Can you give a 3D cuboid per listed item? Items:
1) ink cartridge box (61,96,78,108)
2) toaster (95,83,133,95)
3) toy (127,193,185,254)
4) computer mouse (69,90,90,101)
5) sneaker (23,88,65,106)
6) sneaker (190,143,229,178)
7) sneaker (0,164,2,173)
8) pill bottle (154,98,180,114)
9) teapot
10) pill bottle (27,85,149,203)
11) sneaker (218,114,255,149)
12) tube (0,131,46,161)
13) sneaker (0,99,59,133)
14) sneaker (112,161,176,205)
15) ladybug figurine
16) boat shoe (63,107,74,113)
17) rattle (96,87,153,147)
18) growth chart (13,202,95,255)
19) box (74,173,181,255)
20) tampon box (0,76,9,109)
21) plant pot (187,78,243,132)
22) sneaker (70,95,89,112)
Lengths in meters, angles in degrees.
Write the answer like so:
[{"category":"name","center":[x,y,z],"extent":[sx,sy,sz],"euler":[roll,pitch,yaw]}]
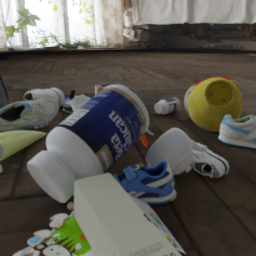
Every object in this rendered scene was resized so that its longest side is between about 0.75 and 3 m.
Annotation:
[{"category":"ink cartridge box","center":[-2.608,-1.243,13.869],"extent":[1.286,0.282,1.298],"euler":[18,28,38]},{"category":"toaster","center":[-0.757,-1.500,13.501],"extent":[1.737,1.031,1.571],"euler":[-11,22,-26]},{"category":"toy","center":[0.324,1.798,5.247],"extent":[0.878,0.360,1.525],"euler":[36,0,-34]},{"category":"computer mouse","center":[-2.110,-1.351,13.357],"extent":[1.392,0.305,0.763],"euler":[20,34,-14]},{"category":"sneaker","center":[-4.101,-1.377,13.560],"extent":[2.597,0.949,0.920],"euler":[5,26,40]},{"category":"sneaker","center":[1.934,0.877,7.717],"extent":[0.648,0.615,1.610],"euler":[-19,27,-31]},{"category":"sneaker","center":[-3.772,1.138,7.368],"extent":[0.319,0.309,0.873],"euler":[15,25,36]},{"category":"pill bottle","center":[1.738,-0.972,12.617],"extent":[1.157,0.643,0.643],"euler":[-15,25,-38]},{"category":"teapot","center":[1.188,0.772,7.289],"extent":[1.023,1.400,1.382],"euler":[46,17,22]},{"category":"pill bottle","center":[-0.900,0.341,6.716],"extent":[1.592,1.592,2.867],"euler":[16,48,38]},{"category":"sneaker","center":[4.236,0.132,9.130],"extent":[2.362,0.954,0.904],"euler":[7,19,10]},{"category":"tube","center":[-3.541,0.414,8.752],"extent":[0.846,0.757,2.914],"euler":[42,8,-4]},{"category":"sneaker","center":[-3.651,-0.540,10.244],"extent":[2.901,1.088,1.257],"euler":[-29,-5,-44]},{"category":"sneaker","center":[-0.002,1.237,6.230],"extent":[2.189,0.900,0.809],"euler":[-6,19,-14]},{"category":"ladybug figurine","center":[3.589,-1.495,12.189],"extent":[2.793,1.896,1.005],"euler":[-17,65,-23]},{"category":"boat shoe","center":[-2.356,-0.860,12.559],"extent":[1.132,0.383,0.407],"euler":[6,17,2]},{"category":"rattle","center":[-0.059,-0.398,9.145],"extent":[1.299,1.425,1.995],"euler":[-23,49,-31]},{"category":"growth chart","center":[-0.999,2.147,4.778],"extent":[1.865,0.229,2.577],"euler":[7,20,19]},{"category":"box","center":[-0.151,1.733,4.584],"extent":[0.771,0.927,2.255],"euler":[-9,29,-29]},{"category":"tampon box","center":[-5.830,-1.406,10.508],"extent":[1.885,2.515,1.587],"euler":[-3,52,-9]},{"category":"plant pot","center":[3.186,-0.981,10.029],"extent":[2.016,2.016,1.431],"euler":[4,-10,10]},{"category":"sneaker","center":[-1.577,-1.065,12.233],"extent":[1.885,0.695,1.090],"euler":[-13,58,-31]}]
